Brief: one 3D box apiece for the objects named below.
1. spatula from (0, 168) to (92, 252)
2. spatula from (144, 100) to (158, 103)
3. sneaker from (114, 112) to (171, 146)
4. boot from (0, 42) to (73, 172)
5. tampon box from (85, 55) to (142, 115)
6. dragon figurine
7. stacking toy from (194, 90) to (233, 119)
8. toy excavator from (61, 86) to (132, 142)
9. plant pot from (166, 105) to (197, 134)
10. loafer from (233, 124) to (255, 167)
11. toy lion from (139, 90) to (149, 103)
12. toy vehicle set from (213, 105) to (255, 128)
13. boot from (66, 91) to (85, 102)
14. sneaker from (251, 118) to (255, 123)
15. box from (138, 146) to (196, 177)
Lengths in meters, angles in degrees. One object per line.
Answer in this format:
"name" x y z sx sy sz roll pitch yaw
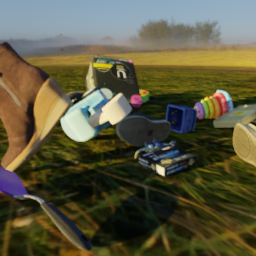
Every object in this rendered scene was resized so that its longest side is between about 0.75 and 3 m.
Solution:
"spatula" -1.603 1.309 4.867 2.838 0.292 0.802 19 -14 37
"spatula" 0.433 -1.472 15.065 2.471 0.254 0.698 7 18 22
"sneaker" 0.162 -0.041 8.622 1.252 0.882 2.357 22 10 39
"boot" -2.649 -0.397 6.343 2.029 2.439 0.883 40 11 -3
"tampon box" -0.613 -1.413 10.550 1.646 1.386 2.196 3 54 -21
"dragon figurine" 0.790 0.581 7.737 1.242 0.366 0.618 -14 21 -39
"stacking toy" 3.161 -0.772 11.589 2.028 1.177 1.113 -12 16 -3
"toy excavator" -0.919 -0.283 7.723 2.480 1.274 2.551 -30 16 17
"plant pot" 1.941 -0.329 10.058 0.809 0.900 0.900 -2 14 -35
"loafer" 3.444 0.551 7.139 0.778 0.862 2.279 -1 25 -8
"toy lion" -0.339 -1.667 14.622 2.590 0.928 2.702 14 23 31
"toy vehicle set" 4.205 -0.459 10.451 1.858 0.246 1.154 -26 14 -34
"boot" -1.384 -0.857 11.647 1.955 1.095 2.827 19 25 36
"sneaker" 5.230 -0.254 10.293 0.711 0.673 1.760 -9 10 -5
"box" 0.989 0.820 7.077 1.174 0.270 0.933 -13 20 -37
